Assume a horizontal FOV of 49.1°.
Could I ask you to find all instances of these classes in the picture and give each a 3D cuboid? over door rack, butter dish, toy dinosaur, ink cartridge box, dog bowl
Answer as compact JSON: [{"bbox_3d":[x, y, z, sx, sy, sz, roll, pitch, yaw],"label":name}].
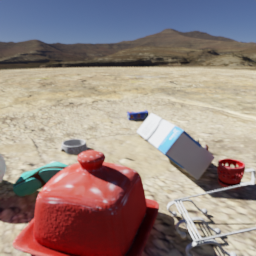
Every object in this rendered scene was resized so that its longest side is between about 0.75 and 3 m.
[{"bbox_3d":[2.198,1.953,6.216,2.340,0.780,1.729,-22,18,0],"label":"over door rack"},{"bbox_3d":[-0.778,1.451,6.147,2.660,1.972,2.668,7,18,18],"label":"butter dish"},{"bbox_3d":[2.805,0.654,11.340,1.057,0.612,1.165,29,17,23],"label":"toy dinosaur"},{"bbox_3d":[1.521,0.546,9.491,1.658,0.956,2.285,37,1,-26],"label":"ink cartridge box"},{"bbox_3d":[-2.187,0.738,11.319,1.089,0.319,1.089,1,16,0],"label":"dog bowl"}]

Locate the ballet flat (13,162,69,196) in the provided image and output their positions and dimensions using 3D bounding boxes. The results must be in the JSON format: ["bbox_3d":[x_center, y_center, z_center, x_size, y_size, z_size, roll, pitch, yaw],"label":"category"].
[{"bbox_3d":[-2.286,1.278,7.759,2.072,0.698,0.729,-21,29,20],"label":"ballet flat"}]

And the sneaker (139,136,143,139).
[{"bbox_3d":[0.873,0.362,12.265,0.784,0.609,1.741,-13,15,5],"label":"sneaker"}]

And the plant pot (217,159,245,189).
[{"bbox_3d":[3.097,1.387,8.503,0.786,0.716,0.786,0,18,0],"label":"plant pot"}]

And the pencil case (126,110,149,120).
[{"bbox_3d":[0.523,-0.721,15.792,1.245,0.486,0.541,-5,11,-16],"label":"pencil case"}]

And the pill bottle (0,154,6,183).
[{"bbox_3d":[-5.054,0.959,8.256,2.957,1.641,1.641,10,20,30],"label":"pill bottle"}]
